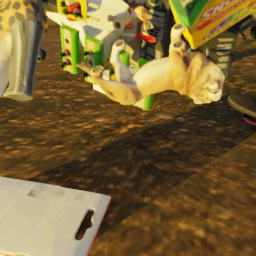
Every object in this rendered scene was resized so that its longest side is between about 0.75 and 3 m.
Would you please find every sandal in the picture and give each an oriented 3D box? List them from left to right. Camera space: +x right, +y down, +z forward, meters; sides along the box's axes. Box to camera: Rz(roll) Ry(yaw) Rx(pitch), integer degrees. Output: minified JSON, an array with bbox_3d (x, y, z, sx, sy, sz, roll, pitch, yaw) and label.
[{"bbox_3d":[3.914,-0.277,8.144,2.349,0.529,0.882,34,46,27],"label":"sandal"}]

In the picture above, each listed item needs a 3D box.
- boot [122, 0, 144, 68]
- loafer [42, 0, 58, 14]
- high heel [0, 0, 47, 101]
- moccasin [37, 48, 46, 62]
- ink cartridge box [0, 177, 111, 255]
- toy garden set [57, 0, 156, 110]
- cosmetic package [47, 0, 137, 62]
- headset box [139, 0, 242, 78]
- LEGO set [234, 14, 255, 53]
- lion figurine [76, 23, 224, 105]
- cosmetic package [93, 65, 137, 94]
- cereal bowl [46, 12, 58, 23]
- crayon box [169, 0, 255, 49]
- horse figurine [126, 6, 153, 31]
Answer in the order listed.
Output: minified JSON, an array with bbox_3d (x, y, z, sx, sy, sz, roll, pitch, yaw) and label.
[{"bbox_3d":[0.417,-3.080,8.575,0.966,2.010,2.749,-22,53,-37],"label":"boot"},{"bbox_3d":[-1.762,-3.029,6.813,1.410,0.513,0.510,11,-14,-7],"label":"loafer"},{"bbox_3d":[-2.363,-1.315,4.569,2.457,1.751,0.877,2,-8,24],"label":"high heel"},{"bbox_3d":[-3.356,-2.394,8.908,1.399,0.563,0.477,1,50,-2],"label":"moccasin"},{"bbox_3d":[-1.683,1.499,4.288,2.607,0.656,1.420,7,27,11],"label":"ink cartridge box"},{"bbox_3d":[-0.558,-1.654,5.996,2.542,2.119,0.507,28,49,19],"label":"toy garden set"},{"bbox_3d":[-1.134,-3.195,7.639,1.373,1.000,2.701,-42,74,-15],"label":"cosmetic package"},{"bbox_3d":[1.522,-2.343,6.894,2.176,2.499,1.159,-10,32,-23],"label":"headset box"},{"bbox_3d":[3.040,-2.928,8.262,1.349,1.754,1.016,13,52,-44],"label":"LEGO set"},{"bbox_3d":[0.420,-0.807,4.585,2.214,1.356,0.802,-8,53,12],"label":"lion figurine"},{"bbox_3d":[0.092,-2.023,11.261,2.843,0.720,1.173,-21,33,-36],"label":"cosmetic package"},{"bbox_3d":[-2.124,-4.387,9.204,1.973,1.973,0.822,-19,21,-33],"label":"cereal bowl"},{"bbox_3d":[1.601,-2.224,4.467,1.786,0.715,2.813,-31,-6,16],"label":"crayon box"},{"bbox_3d":[0.233,-2.100,5.306,0.194,0.516,0.779,-29,22,-4],"label":"horse figurine"}]
